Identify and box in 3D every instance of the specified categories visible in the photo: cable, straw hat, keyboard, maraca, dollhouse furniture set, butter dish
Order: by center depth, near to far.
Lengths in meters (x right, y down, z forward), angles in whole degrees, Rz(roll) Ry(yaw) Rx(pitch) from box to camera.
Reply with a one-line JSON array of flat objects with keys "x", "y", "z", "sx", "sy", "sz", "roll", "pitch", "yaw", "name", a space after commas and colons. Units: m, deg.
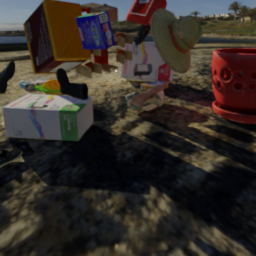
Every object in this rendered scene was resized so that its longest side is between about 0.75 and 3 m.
[{"x": -3.156, "y": 0.622, "z": 8.262, "sx": 0.537, "sy": 0.115, "sz": 0.895, "roll": -6, "pitch": 21, "yaw": -32, "name": "keyboard"}, {"x": 1.856, "y": -3.097, "z": 9.202, "sx": 1.030, "sy": 2.435, "sz": 2.435, "roll": -18, "pitch": 6, "yaw": 40, "name": "straw hat"}, {"x": 0.851, "y": -4.294, "z": 10.280, "sx": 1.046, "sy": 1.411, "sz": 1.415, "roll": 20, "pitch": 9, "yaw": -45, "name": "butter dish"}, {"x": -1.247, "y": -3.958, "z": 12.578, "sx": 1.498, "sy": 2.876, "sz": 2.908, "roll": 24, "pitch": 40, "yaw": 31, "name": "dollhouse furniture set"}, {"x": 0.683, "y": -4.617, "z": 12.955, "sx": 0.523, "sy": 1.679, "sz": 2.058, "roll": 26, "pitch": 40, "yaw": -14, "name": "cable"}, {"x": -3.754, "y": -1.916, "z": 13.629, "sx": 1.107, "sy": 0.864, "sz": 1.615, "roll": 23, "pitch": 23, "yaw": 34, "name": "maraca"}]

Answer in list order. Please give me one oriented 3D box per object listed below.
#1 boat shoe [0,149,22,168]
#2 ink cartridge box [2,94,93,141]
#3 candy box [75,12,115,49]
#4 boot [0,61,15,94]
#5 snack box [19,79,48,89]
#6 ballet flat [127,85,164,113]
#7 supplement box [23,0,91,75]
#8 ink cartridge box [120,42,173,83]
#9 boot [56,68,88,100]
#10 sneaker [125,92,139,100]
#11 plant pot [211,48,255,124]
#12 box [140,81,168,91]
[{"x": -3.309, "y": 0.754, "z": 7.481, "sx": 0.382, "sy": 0.339, "sz": 1.023, "roll": 16, "pitch": 33, "yaw": 36, "name": "boat shoe"}, {"x": -2.642, "y": -0.414, "z": 9.576, "sx": 2.502, "sy": 1.051, "sz": 1.812, "roll": 3, "pitch": 22, "yaw": 8, "name": "ink cartridge box"}, {"x": -0.817, "y": -2.376, "z": 6.897, "sx": 0.367, "sy": 0.806, "sz": 0.953, "roll": -32, "pitch": 32, "yaw": -33, "name": "candy box"}, {"x": -3.260, "y": -1.313, "z": 6.949, "sx": 0.636, "sy": 0.329, "sz": 0.973, "roll": 14, "pitch": 66, "yaw": 2, "name": "boot"}, {"x": -5.336, "y": -2.526, "z": 16.029, "sx": 1.515, "sy": 0.281, "sz": 0.880, "roll": -16, "pitch": 27, "yaw": -36, "name": "snack box"}, {"x": 1.008, "y": -1.201, "z": 12.177, "sx": 0.875, "sy": 0.886, "sz": 2.602, "roll": 36, "pitch": 42, "yaw": 24, "name": "ballet flat"}, {"x": -2.902, "y": -3.516, "z": 11.259, "sx": 1.493, "sy": 2.218, "sz": 2.249, "roll": -13, "pitch": 1, "yaw": -40, "name": "supplement box"}, {"x": 1.191, "y": -3.906, "z": 16.642, "sx": 2.999, "sy": 2.213, "sz": 1.284, "roll": 6, "pitch": 5, "yaw": 16, "name": "ink cartridge box"}, {"x": -1.561, "y": -1.233, "z": 7.861, "sx": 0.999, "sy": 0.823, "sz": 0.328, "roll": 19, "pitch": 40, "yaw": 41, "name": "boot"}, {"x": 0.280, "y": -1.511, "z": 13.450, "sx": 0.805, "sy": 0.297, "sz": 0.352, "roll": -19, "pitch": 29, "yaw": -32, "name": "sneaker"}, {"x": 4.576, "y": -1.683, "z": 10.729, "sx": 2.828, "sy": 2.575, "sz": 2.828, "roll": 0, "pitch": 22, "yaw": 0, "name": "plant pot"}, {"x": 1.506, "y": -2.329, "z": 15.511, "sx": 0.932, "sy": 0.325, "sz": 1.566, "roll": 17, "pitch": 25, "yaw": 37, "name": "box"}]
